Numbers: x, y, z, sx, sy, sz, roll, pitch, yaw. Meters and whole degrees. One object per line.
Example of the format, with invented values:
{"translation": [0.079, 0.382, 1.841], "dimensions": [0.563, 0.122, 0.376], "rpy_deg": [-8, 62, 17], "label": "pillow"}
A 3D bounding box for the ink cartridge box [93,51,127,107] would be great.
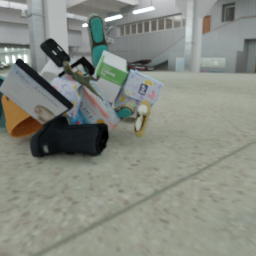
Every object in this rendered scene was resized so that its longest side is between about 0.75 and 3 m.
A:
{"translation": [-1.076, -1.631, 11.828], "dimensions": [1.127, 2.674, 1.953], "rpy_deg": [22, 24, -13], "label": "ink cartridge box"}

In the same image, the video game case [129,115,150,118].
{"translation": [0.275, -0.664, 13.827], "dimensions": [1.188, 0.150, 1.304], "rpy_deg": [16, 12, 31], "label": "video game case"}

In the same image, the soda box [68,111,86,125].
{"translation": [-2.186, -0.603, 11.044], "dimensions": [0.529, 0.500, 1.560], "rpy_deg": [-25, 44, -12], "label": "soda box"}

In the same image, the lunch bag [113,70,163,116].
{"translation": [0.382, -1.400, 11.378], "dimensions": [1.475, 1.740, 1.106], "rpy_deg": [21, 41, -16], "label": "lunch bag"}

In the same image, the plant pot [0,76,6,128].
{"translation": [-4.425, -1.051, 12.464], "dimensions": [2.687, 1.899, 1.898], "rpy_deg": [5, 14, -42], "label": "plant pot"}

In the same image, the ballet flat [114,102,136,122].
{"translation": [-0.344, -0.600, 10.899], "dimensions": [1.811, 0.614, 0.682], "rpy_deg": [-20, 29, 44], "label": "ballet flat"}

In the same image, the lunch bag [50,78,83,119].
{"translation": [-2.167, -1.029, 9.513], "dimensions": [1.053, 1.242, 0.790], "rpy_deg": [13, -8, 10], "label": "lunch bag"}

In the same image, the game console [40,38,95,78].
{"translation": [-2.452, -2.649, 11.014], "dimensions": [1.326, 2.248, 0.271], "rpy_deg": [-43, -1, -23], "label": "game console"}

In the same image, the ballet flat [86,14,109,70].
{"translation": [-1.322, -3.712, 12.172], "dimensions": [0.811, 2.405, 0.766], "rpy_deg": [-12, 35, -13], "label": "ballet flat"}

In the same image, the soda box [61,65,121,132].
{"translation": [-1.412, -0.963, 10.287], "dimensions": [0.879, 2.570, 0.817], "rpy_deg": [-28, 14, 30], "label": "soda box"}

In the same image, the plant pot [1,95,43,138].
{"translation": [-3.752, -0.742, 10.479], "dimensions": [2.004, 1.403, 2.004], "rpy_deg": [-30, -8, -5], "label": "plant pot"}

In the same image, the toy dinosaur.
{"translation": [-1.338, -1.590, 9.074], "dimensions": [0.404, 1.701, 0.750], "rpy_deg": [-41, 13, 51], "label": "toy dinosaur"}

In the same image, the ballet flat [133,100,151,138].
{"translation": [0.494, -0.381, 9.996], "dimensions": [0.499, 1.453, 0.458], "rpy_deg": [5, -15, 20], "label": "ballet flat"}

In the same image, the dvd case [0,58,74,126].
{"translation": [-2.620, -0.848, 7.751], "dimensions": [2.415, 1.723, 0.212], "rpy_deg": [-18, 34, 56], "label": "dvd case"}

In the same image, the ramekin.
{"translation": [-2.719, -2.081, 11.877], "dimensions": [1.955, 1.955, 0.953], "rpy_deg": [11, 57, 35], "label": "ramekin"}

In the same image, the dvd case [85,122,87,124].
{"translation": [-1.622, -0.015, 11.172], "dimensions": [0.867, 0.076, 0.618], "rpy_deg": [-5, 43, 12], "label": "dvd case"}

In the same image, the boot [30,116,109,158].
{"translation": [-1.766, 0.194, 9.555], "dimensions": [2.280, 1.036, 2.713], "rpy_deg": [-2, 21, 5], "label": "boot"}
